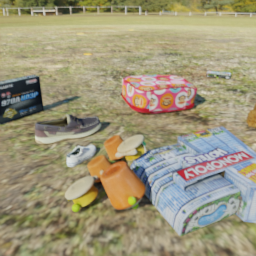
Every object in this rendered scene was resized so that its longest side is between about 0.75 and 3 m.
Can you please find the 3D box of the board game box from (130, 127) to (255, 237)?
[{"bbox_3d":[1.915,1.112,6.087,2.845,0.877,2.843,-12,27,-24],"label":"board game box"}]

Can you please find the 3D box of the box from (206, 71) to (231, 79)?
[{"bbox_3d":[5.015,-2.941,15.552,1.237,0.215,0.681,10,27,21],"label":"box"}]

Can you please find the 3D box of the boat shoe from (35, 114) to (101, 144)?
[{"bbox_3d":[-1.856,-0.074,8.808,2.152,0.697,0.774,-14,30,-24],"label":"boat shoe"}]

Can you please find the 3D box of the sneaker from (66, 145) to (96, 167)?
[{"bbox_3d":[-1.247,0.674,7.618,0.389,0.377,1.066,14,28,27],"label":"sneaker"}]

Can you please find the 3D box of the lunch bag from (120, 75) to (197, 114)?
[{"bbox_3d":[1.118,-1.526,11.309,2.729,1.118,2.404,-5,28,-20],"label":"lunch bag"}]

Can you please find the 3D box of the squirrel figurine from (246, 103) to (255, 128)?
[{"bbox_3d":[4.806,-0.302,9.280,1.492,1.056,1.392,-32,48,-27],"label":"squirrel figurine"}]

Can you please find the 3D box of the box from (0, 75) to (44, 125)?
[{"bbox_3d":[-3.980,-1.050,10.094,0.409,1.413,1.777,20,31,37],"label":"box"}]

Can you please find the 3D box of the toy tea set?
[{"bbox_3d":[-0.190,1.050,6.566,1.624,1.011,2.732,-21,18,28],"label":"toy tea set"}]
